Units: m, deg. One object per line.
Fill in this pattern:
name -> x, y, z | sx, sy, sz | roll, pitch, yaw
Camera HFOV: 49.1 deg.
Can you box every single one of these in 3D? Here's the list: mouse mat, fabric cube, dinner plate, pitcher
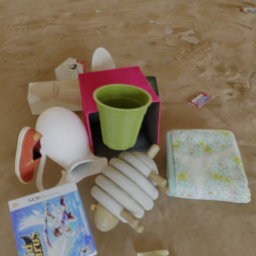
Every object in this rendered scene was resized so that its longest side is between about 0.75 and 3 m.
mouse mat -> 0.715, -2.061, 13.806 | 1.446, 0.068, 1.798 | -1, 43, -2
fabric cube -> -0.402, -0.506, 10.292 | 2.430, 2.477, 2.469 | -11, 41, -11
dinner plate -> -0.938, -2.370, 12.430 | 0.286, 2.356, 2.356 | -3, 39, 21
pitcher -> -2.383, 0.747, 9.664 | 2.380, 1.681, 2.774 | -30, 60, -15

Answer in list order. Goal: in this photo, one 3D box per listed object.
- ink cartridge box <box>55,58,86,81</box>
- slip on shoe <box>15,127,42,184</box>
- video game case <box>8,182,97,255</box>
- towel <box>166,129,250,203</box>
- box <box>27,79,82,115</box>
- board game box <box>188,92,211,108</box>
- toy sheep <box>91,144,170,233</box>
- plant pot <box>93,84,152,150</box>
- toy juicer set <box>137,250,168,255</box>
ink cartridge box -> -2.960, -2.972, 14.429 | 0.994, 0.565, 1.364 | 16, 44, 17
slip on shoe -> -3.031, 0.947, 8.688 | 0.639, 2.088, 0.774 | 19, 30, 4
video game case -> -2.058, 2.711, 7.579 | 1.873, 0.470, 2.066 | -15, 64, -18
towel -> 2.587, 1.157, 9.667 | 2.556, 0.719, 2.986 | 2, 42, 6
box -> -3.032, -1.376, 12.288 | 2.451, 0.953, 1.164 | -7, 48, -9
board game box -> 3.299, -1.282, 12.901 | 0.556, 0.105, 1.079 | 32, 51, 32
toy sheep -> 0.041, 1.700, 8.184 | 2.021, 2.021, 2.931 | 31, 69, 30
plant pot -> -0.203, -0.231, 8.008 | 1.596, 1.515, 1.596 | 3, 32, -2
toy juicer set -> 0.994, 3.635, 7.199 | 0.958, 0.410, 1.507 | -20, 45, -20
